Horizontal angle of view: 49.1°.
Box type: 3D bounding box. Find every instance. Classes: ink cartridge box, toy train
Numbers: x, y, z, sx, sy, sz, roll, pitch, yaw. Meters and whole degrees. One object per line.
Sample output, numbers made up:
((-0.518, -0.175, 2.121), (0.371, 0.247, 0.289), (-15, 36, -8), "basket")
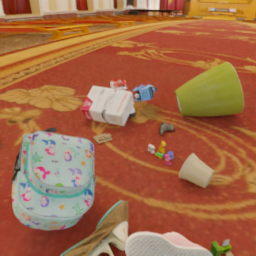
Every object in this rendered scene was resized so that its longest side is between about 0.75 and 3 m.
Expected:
((-0.956, -1.068, 13.532), (2.121, 0.884, 1.541), (12, 58, 19), "ink cartridge box")
((0.910, -1.837, 14.594), (0.996, 0.756, 1.743), (-6, 14, 22), "toy train")

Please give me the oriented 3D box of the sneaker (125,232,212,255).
((0.793, 2.844, 6.494), (2.131, 0.802, 1.114), (18, -10, -17), "sneaker")

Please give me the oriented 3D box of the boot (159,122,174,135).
((1.757, 0.043, 12.675), (0.638, 0.331, 0.976), (12, 32, 10), "boot")

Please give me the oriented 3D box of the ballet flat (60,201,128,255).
((-0.610, 2.884, 6.933), (0.950, 0.891, 2.627), (27, 40, 31), "ballet flat")

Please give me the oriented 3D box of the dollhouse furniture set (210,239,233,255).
((2.480, 3.193, 6.760), (0.595, 0.456, 0.908), (-9, 30, -15), "dollhouse furniture set")

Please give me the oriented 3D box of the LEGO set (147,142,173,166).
((1.347, 0.868, 10.928), (0.486, 0.523, 1.275), (-20, 35, -33), "LEGO set")

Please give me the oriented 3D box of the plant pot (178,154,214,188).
((2.352, 1.519, 9.458), (0.907, 0.991, 0.991), (32, 40, 26), "plant pot")

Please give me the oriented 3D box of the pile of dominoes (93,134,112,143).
((-1.104, 0.405, 12.102), (0.764, 0.122, 0.595), (-14, 32, -38), "pile of dominoes")

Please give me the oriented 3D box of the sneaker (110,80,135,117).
((-0.347, -1.635, 14.565), (0.873, 1.401, 2.614), (-9, 30, -16), "sneaker")

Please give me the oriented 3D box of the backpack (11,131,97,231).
((-2.006, 1.430, 7.755), (2.240, 1.900, 2.523), (12, 54, -23), "backpack")

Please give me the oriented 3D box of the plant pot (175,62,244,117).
((3.803, -1.574, 13.777), (2.744, 2.568, 2.568), (-16, 28, 5), "plant pot")

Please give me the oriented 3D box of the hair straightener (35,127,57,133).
((-3.630, 0.125, 12.355), (0.976, 0.200, 0.375), (-6, 11, -29), "hair straightener")
